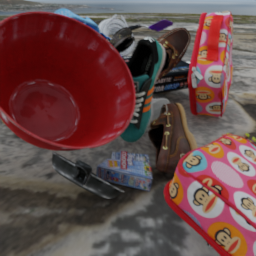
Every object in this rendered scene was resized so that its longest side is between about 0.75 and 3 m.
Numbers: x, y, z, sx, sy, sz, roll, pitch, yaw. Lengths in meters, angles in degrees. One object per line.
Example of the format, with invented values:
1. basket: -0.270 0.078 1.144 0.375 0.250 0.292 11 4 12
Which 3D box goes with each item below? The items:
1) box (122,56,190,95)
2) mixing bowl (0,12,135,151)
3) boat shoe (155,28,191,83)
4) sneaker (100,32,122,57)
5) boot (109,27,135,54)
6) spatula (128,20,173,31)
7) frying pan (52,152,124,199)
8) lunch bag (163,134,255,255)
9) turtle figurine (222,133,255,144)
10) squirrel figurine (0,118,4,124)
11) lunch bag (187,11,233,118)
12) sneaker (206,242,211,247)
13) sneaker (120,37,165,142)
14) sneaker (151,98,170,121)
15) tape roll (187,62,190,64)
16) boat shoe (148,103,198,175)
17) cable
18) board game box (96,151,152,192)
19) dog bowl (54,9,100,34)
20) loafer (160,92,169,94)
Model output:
1. box: 1.000 -2.074 10.402 2.958 0.680 2.351 -14 35 -34
2. mixing bowl: -1.421 -0.658 5.559 2.820 1.527 2.820 15 59 -26
3. boat shoe: 0.970 -2.028 8.311 2.838 0.999 0.998 -48 11 -15
4. sneaker: -0.649 -2.576 8.999 0.443 1.198 0.493 -51 11 -18
5. boot: -0.126 -2.047 6.694 1.186 0.410 1.032 -46 26 -15
6. spatula: 0.559 -3.712 10.371 0.698 0.254 2.470 -3 12 -45
7. frying pan: -0.598 0.930 4.868 1.570 0.423 2.596 33 -11 -21
8. lunch bag: 1.995 1.125 4.574 2.405 0.985 2.118 -13 43 -46
9. turtle figurine: 2.978 0.355 7.347 0.749 0.299 0.928 -5 17 -27
10. squirrel figurine: -2.715 -0.925 7.424 1.880 2.479 2.656 -37 -3 -22
11. lunch bag: 2.594 -2.040 8.596 1.205 2.591 2.942 7 61 20
12. sneaker: 1.565 1.649 4.823 0.476 0.411 1.098 18 29 -1
13. sneaker: 0.157 -0.869 6.695 0.925 2.592 1.036 17 10 20
14. sneaker: 0.155 -0.442 8.624 2.036 0.750 1.176 -18 17 -23
15. tape roll: 2.923 -2.784 13.329 1.275 0.446 1.275 0 26 0
16. boat shoe: 0.996 0.122 7.027 0.987 0.988 2.808 2 27 -2
17. cable: -0.468 -3.102 9.789 1.424 1.424 0.493 -37 9 -30
18. board game box: -0.100 0.857 6.175 1.153 0.356 1.154 6 27 -4
19. dog bowl: -1.352 -2.510 7.371 0.400 0.901 1.616 33 21 28
20. loafer: 1.056 -1.828 11.302 0.655 0.581 1.722 -20 33 -34
